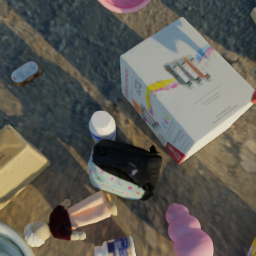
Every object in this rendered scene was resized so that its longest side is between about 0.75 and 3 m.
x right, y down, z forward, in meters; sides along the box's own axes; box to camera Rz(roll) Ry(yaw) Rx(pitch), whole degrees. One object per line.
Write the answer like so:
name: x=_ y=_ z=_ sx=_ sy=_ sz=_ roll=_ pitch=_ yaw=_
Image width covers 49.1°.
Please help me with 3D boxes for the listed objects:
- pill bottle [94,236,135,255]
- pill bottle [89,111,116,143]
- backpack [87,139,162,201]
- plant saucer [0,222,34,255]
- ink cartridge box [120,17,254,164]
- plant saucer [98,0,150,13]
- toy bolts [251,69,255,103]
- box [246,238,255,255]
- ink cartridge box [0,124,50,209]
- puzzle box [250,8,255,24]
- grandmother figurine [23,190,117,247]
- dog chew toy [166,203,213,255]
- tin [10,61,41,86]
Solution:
pill bottle: x=-0.333 y=3.103 z=7.056 sx=0.973 sy=0.540 sz=0.540 roll=-11 pitch=70 yaw=-4
pill bottle: x=-0.710 y=-0.005 z=7.803 sx=0.703 sy=1.255 sz=0.703 roll=0 pitch=70 yaw=0
backpack: x=-0.145 y=1.095 z=7.360 sx=1.847 sy=1.169 sz=1.542 roll=18 pitch=38 yaw=0
plant saucer: x=-3.417 y=3.679 z=6.632 sx=2.925 sy=0.734 sz=2.925 roll=-2 pitch=75 yaw=6
ink cartridge box: x=1.430 y=-0.948 z=7.676 sx=2.113 sy=2.123 sz=2.921 roll=-34 pitch=74 yaw=-11
plant saucer: x=-0.098 y=-3.819 z=6.975 sx=1.752 sy=1.752 sz=0.444 roll=-3 pitch=29 yaw=-1
toy bolts: x=3.341 y=-1.252 z=5.223 sx=1.917 sy=2.006 sz=1.392 roll=3 pitch=85 yaw=-10
box: x=3.365 y=3.254 z=6.994 sx=0.602 sy=0.552 sz=1.718 roll=34 pitch=74 yaw=12
ink cartridge box: x=-3.288 y=1.198 z=7.045 sx=0.849 sy=1.862 sz=2.261 roll=42 pitch=75 yaw=14
puzzle box: x=5.612 y=-3.719 z=9.668 sx=2.287 sy=0.291 sz=1.522 roll=-17 pitch=72 yaw=-6
grandmother figurine: x=-1.495 y=2.288 z=7.098 sx=2.280 sy=1.383 sz=0.691 roll=-20 pitch=113 yaw=-18
dog chew toy: x=1.460 y=2.642 z=7.057 sx=0.957 sy=0.957 sz=1.537 roll=-21 pitch=63 yaw=-7
tin: x=-3.297 y=-1.758 z=9.017 sx=1.015 sy=0.212 sz=0.568 roll=-37 pitch=70 yaw=-12
